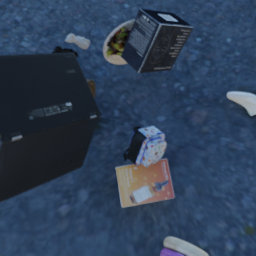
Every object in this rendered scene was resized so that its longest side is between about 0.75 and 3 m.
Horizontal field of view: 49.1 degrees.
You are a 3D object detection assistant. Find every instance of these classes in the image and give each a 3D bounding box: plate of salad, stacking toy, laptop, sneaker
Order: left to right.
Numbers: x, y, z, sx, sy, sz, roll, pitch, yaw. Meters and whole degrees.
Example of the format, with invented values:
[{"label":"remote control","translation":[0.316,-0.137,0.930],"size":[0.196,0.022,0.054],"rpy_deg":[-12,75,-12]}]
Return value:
[{"label":"laptop","translation":[-2.298,-0.127,7.084],"size":[2.790,1.727,2.980],"rpy_deg":[-20,85,-48]},{"label":"plate of salad","translation":[0.097,-2.735,9.286],"size":[1.934,1.934,0.464],"rpy_deg":[-20,66,-12]},{"label":"stacking toy","translation":[0.905,4.004,6.411],"size":[1.151,1.151,2.697],"rpy_deg":[22,67,13]},{"label":"sneaker","translation":[4.156,-0.784,9.559],"size":[1.629,0.721,0.613],"rpy_deg":[15,23,17]}]

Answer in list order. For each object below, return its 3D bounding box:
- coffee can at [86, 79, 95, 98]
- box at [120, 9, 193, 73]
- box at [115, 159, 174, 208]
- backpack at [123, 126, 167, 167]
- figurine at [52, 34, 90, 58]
[{"label":"coffee can","translation":[-2.455,-1.077,9.012],"size":[2.329,1.704,1.704],"rpy_deg":[20,60,8]},{"label":"box","translation":[0.881,-2.663,8.720],"size":[1.635,1.607,1.013],"rpy_deg":[-15,51,-42]},{"label":"box","translation":[0.441,1.514,7.817],"size":[1.437,0.764,1.094],"rpy_deg":[-11,81,-1]},{"label":"backpack","translation":[0.530,0.449,7.346],"size":[0.843,1.095,1.043],"rpy_deg":[36,36,21]},{"label":"figurine","translation":[-1.724,-2.447,8.408],"size":[0.923,0.900,0.397],"rpy_deg":[-36,79,23]}]
